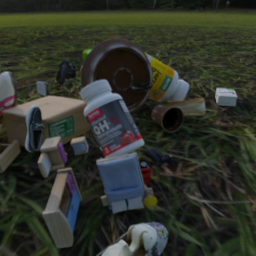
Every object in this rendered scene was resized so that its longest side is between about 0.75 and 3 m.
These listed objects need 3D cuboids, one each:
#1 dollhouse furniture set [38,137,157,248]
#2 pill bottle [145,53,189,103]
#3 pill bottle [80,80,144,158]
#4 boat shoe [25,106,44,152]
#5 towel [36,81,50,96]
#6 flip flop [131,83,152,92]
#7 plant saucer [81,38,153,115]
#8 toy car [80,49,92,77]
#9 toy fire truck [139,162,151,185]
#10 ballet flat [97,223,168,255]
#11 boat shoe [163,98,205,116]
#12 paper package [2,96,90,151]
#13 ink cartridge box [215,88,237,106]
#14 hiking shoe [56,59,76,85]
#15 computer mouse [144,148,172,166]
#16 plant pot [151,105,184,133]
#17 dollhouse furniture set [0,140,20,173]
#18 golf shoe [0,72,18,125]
[{"bbox_3d":[-0.595,1.341,6.372,2.346,2.215,1.531,-10,28,3],"label":"dollhouse furniture set"},{"bbox_3d":[1.241,-2.174,12.741,2.856,1.611,1.611,28,23,-13],"label":"pill bottle"},{"bbox_3d":[-0.490,-0.207,7.457,1.113,2.010,1.113,-27,-5,-2],"label":"pill bottle"},{"bbox_3d":[-2.275,0.028,6.991,0.417,1.175,0.424,2,-1,35],"label":"boat shoe"},{"bbox_3d":[-4.585,-2.139,15.115,0.803,0.665,0.344,20,29,35],"label":"towel"},{"bbox_3d":[0.451,-1.390,9.641,0.779,0.316,0.224,-12,-3,-22],"label":"flip flop"},{"bbox_3d":[-0.245,-1.660,9.593,2.726,2.726,0.437,-13,17,-25],"label":"plant saucer"},{"bbox_3d":[-1.068,-2.289,13.829,2.251,2.344,2.853,-8,38,-15],"label":"toy car"},{"bbox_3d":[0.251,1.462,8.007,0.902,0.659,1.025,-5,38,-12],"label":"toy fire truck"},{"bbox_3d":[0.050,2.477,5.656,0.860,0.860,2.392,22,34,37],"label":"ballet flat"},{"bbox_3d":[2.233,-0.709,12.095,2.299,0.795,0.848,-5,20,42],"label":"boat shoe"},{"bbox_3d":[-2.906,-0.261,10.298,2.275,1.235,2.387,10,23,29],"label":"paper package"},{"bbox_3d":[4.918,-1.553,14.085,0.897,0.508,1.223,5,27,10],"label":"ink cartridge box"},{"bbox_3d":[-2.946,-2.671,13.673,0.888,0.668,1.765,25,44,-24],"label":"hiking shoe"},{"bbox_3d":[0.941,0.889,9.459,0.691,0.263,0.998,-19,32,-32],"label":"computer mouse"},{"bbox_3d":[1.532,-0.446,11.426,1.050,1.050,1.040,-13,21,-24],"label":"plant pot"},{"bbox_3d":[-4.732,-0.158,8.577,1.859,2.856,2.624,1,26,6],"label":"dollhouse furniture set"},{"bbox_3d":[-4.822,-0.941,10.096,1.238,2.688,0.976,-10,60,-47],"label":"golf shoe"}]
